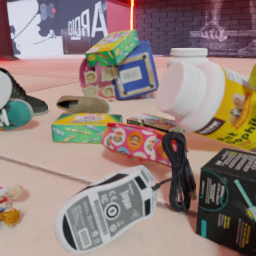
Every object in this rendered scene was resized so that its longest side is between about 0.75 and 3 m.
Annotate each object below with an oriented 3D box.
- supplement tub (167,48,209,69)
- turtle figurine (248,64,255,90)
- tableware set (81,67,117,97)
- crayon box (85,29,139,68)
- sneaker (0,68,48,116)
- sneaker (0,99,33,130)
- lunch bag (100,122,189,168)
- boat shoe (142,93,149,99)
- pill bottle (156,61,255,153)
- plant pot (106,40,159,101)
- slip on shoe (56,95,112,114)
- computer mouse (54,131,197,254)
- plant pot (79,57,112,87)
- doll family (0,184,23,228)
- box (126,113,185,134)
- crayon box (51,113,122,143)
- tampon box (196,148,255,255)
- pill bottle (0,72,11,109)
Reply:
[{"bbox_3d":[2.413,-2.035,11.433,1.677,2.306,1.677,0,18,0],"label":"supplement tub"},{"bbox_3d":[3.534,-0.718,5.420,2.079,0.830,2.578,5,43,-28],"label":"turtle figurine"},{"bbox_3d":[-1.183,-1.835,11.639,1.549,1.294,0.180,-10,34,-13],"label":"tableware set"},{"bbox_3d":[-0.621,-3.356,11.740,1.345,0.660,2.265,2,37,30],"label":"crayon box"},{"bbox_3d":[-3.950,-1.265,9.945,2.395,1.272,0.896,13,29,-24],"label":"sneaker"},{"bbox_3d":[-4.238,-0.249,8.314,2.729,0.974,1.090,-5,18,12],"label":"sneaker"},{"bbox_3d":[0.401,0.427,6.144,1.687,0.691,1.486,15,-7,31],"label":"lunch bag"},{"bbox_3d":[0.858,-1.621,13.422,0.332,0.295,0.902,-3,18,-10],"label":"boat shoe"},{"bbox_3d":[2.197,-0.502,6.503,2.948,1.610,1.610,16,12,-20],"label":"pill bottle"},{"bbox_3d":[0.186,-2.615,12.935,2.296,2.296,2.064,-14,23,3],"label":"plant pot"},{"bbox_3d":[-1.523,-0.752,9.513,1.892,0.719,0.573,13,17,12],"label":"slip on shoe"},{"bbox_3d":[-0.005,0.981,4.201,2.361,1.294,0.518,-18,10,-26],"label":"computer mouse"},{"bbox_3d":[-1.696,-3.090,15.975,1.578,1.763,1.763,6,10,-41],"label":"plant pot"},{"bbox_3d":[-2.216,1.292,4.180,1.009,0.732,1.625,-1,-1,19],"label":"doll family"},{"bbox_3d":[0.838,-0.085,8.670,1.621,0.281,0.892,17,25,39],"label":"box"},{"bbox_3d":[-1.118,-0.011,7.980,1.823,0.531,1.083,2,19,4],"label":"crayon box"},{"bbox_3d":[1.854,1.061,3.853,1.511,1.133,0.954,13,22,34],"label":"tampon box"},{"bbox_3d":[-4.608,-1.409,7.736,2.500,1.447,1.447,25,25,14],"label":"pill bottle"}]
